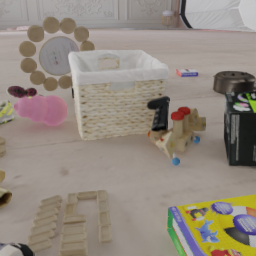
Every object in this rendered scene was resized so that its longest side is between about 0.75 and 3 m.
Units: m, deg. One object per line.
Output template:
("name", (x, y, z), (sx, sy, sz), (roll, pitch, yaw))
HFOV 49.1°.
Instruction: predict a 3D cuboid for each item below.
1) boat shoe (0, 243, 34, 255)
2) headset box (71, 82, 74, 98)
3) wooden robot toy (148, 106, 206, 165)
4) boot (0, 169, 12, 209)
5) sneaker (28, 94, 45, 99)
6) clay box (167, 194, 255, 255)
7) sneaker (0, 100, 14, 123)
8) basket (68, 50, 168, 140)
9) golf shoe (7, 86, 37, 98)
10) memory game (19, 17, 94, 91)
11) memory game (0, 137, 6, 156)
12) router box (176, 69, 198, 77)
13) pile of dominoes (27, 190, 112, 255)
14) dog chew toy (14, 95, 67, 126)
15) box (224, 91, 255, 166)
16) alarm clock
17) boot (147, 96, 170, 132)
("boat shoe", (-2.324, 2.253, 3.025), (1.208, 0.972, 2.604), (-1, 18, 28))
("headset box", (-1.466, -1.755, 12.024), (1.327, 0.707, 1.524), (9, 26, 19))
("wooden robot toy", (1.152, 0.026, 7.691), (1.234, 1.198, 2.720), (3, 21, 34))
("boot", (-2.664, 1.248, 5.726), (0.773, 0.362, 0.994), (8, 26, 17))
("sneaker", (-3.139, -0.832, 10.121), (1.588, 0.599, 0.607), (3, 28, 16))
("clay box", (1.949, 1.706, 4.451), (2.344, 0.558, 1.346), (-6, 26, -12))
("sneaker", (-4.504, -0.409, 8.930), (0.695, 0.704, 1.843), (10, 22, 22))
("basket", (-0.423, -1.164, 8.849), (2.625, 2.130, 2.649), (-6, 27, -13))
("golf shoe", (-3.387, -1.102, 8.776), (0.465, 0.367, 1.010), (0, 1, 31))
("memory game", (-2.591, -2.701, 10.462), (2.908, 2.908, 0.185), (-13, 41, -26))
("memory game", (-4.523, 0.679, 7.246), (2.639, 0.168, 2.639), (0, 23, 0))
("router box", (3.266, -3.063, 15.519), (0.987, 0.241, 0.886), (-4, 24, -8))
("pile of dominoes", (-1.005, 1.707, 5.039), (1.356, 0.277, 1.739), (-4, 16, -7))
("dog chew toy", (-2.731, -0.585, 8.767), (1.563, 0.973, 0.973), (5, 17, -36))
("box", (3.692, -0.056, 7.035), (2.342, 1.456, 1.739), (0, 23, 15))
("alarm clock", (4.712, -2.167, 12.867), (1.775, 0.876, 2.632), (-6, 22, -13))
("boot", (0.739, -0.313, 7.369), (0.308, 0.938, 0.773), (25, -30, -32))
